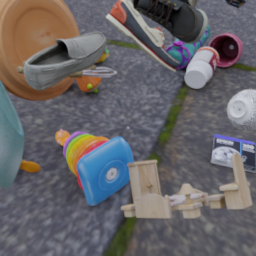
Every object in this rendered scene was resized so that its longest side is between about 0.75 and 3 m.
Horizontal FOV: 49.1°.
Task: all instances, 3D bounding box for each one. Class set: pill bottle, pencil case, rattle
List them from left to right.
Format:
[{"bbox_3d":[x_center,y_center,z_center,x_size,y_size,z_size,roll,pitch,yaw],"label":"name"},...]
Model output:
[{"bbox_3d":[-2.779,0.678,7.204,0.815,0.743,1.140,-8,17,-23],"label":"rattle"},{"bbox_3d":[2.279,-3.216,10.694,1.026,1.115,2.412,21,49,20],"label":"pencil case"},{"bbox_3d":[2.535,-2.075,9.688,0.869,0.869,1.587,18,47,18],"label":"pill bottle"}]

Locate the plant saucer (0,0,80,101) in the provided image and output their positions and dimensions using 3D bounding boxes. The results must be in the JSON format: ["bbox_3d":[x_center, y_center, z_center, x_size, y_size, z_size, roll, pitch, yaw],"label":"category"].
[{"bbox_3d":[-1.962,-1.859,6.212,0.408,2.528,2.528,8,41,37],"label":"plant saucer"}]

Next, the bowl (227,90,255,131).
[{"bbox_3d":[2.339,-0.374,5.719,0.404,0.861,0.861,4,35,-40],"label":"bowl"}]

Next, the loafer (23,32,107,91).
[{"bbox_3d":[-0.898,-1.114,4.262,0.522,0.521,1.493,39,61,16],"label":"loafer"}]

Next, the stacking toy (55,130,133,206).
[{"bbox_3d":[-1.099,0.611,6.866,1.320,1.396,2.405,-31,38,-29],"label":"stacking toy"}]

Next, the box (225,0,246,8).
[{"bbox_3d":[2.835,-4.066,8.054,0.962,0.278,1.210,-17,78,-50],"label":"box"}]

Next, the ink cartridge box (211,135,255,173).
[{"bbox_3d":[2.798,0.585,7.398,1.095,0.240,1.105,12,44,13],"label":"ink cartridge box"}]

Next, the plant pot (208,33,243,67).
[{"bbox_3d":[3.745,-2.951,10.485,1.195,1.195,1.069,29,37,27],"label":"plant pot"}]

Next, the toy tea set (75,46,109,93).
[{"bbox_3d":[-1.319,-2.019,9.837,1.604,0.998,2.697,-7,39,38],"label":"toy tea set"}]

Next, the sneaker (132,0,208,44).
[{"bbox_3d":[0.535,-1.623,4.032,0.705,0.497,1.328,8,30,-29],"label":"sneaker"}]

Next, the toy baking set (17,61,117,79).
[{"bbox_3d":[-1.114,-1.093,5.592,1.535,0.233,2.000,3,5,26],"label":"toy baking set"}]

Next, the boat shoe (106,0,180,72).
[{"bbox_3d":[0.412,-1.874,5.741,1.832,0.573,0.652,38,8,-12],"label":"boat shoe"}]

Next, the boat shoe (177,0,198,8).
[{"bbox_3d":[1.800,-3.964,8.564,0.657,0.698,1.943,24,10,11],"label":"boat shoe"}]

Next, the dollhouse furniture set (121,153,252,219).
[{"bbox_3d":[0.564,0.687,3.455,0.801,1.546,0.684,0,78,-42],"label":"dollhouse furniture set"}]

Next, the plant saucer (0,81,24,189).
[{"bbox_3d":[-2.264,-0.464,4.403,0.555,2.882,2.882,-27,49,-12],"label":"plant saucer"}]
